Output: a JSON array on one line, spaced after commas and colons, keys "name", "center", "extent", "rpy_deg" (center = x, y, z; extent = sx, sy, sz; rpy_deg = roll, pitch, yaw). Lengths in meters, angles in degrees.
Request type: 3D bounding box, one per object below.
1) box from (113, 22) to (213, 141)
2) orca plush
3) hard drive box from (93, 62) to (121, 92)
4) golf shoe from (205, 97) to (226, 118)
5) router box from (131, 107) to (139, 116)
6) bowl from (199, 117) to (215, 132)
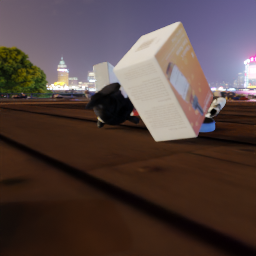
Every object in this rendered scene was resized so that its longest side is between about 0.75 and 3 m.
[{"name": "box", "center": [0.724, -0.798, 5.117], "extent": [0.886, 1.666, 1.268], "rpy_deg": [-9, 36, 40]}, {"name": "orca plush", "center": [-0.077, -0.552, 6.942], "extent": [1.008, 1.491, 2.835], "rpy_deg": [28, -8, 6]}, {"name": "hard drive box", "center": [-0.689, -1.491, 10.603], "extent": [0.618, 1.611, 1.255], "rpy_deg": [-11, -13, 21]}, {"name": "golf shoe", "center": [2.958, -0.637, 9.411], "extent": [1.084, 0.421, 0.512], "rpy_deg": [-37, 21, -13]}, {"name": "router box", "center": [0.444, -0.889, 13.201], "extent": [1.658, 0.451, 1.848], "rpy_deg": [-4, 8, -29]}, {"name": "bowl", "center": [1.722, -0.150, 7.214], "extent": [1.021, 0.200, 1.021], "rpy_deg": [4, 18, -1]}]
